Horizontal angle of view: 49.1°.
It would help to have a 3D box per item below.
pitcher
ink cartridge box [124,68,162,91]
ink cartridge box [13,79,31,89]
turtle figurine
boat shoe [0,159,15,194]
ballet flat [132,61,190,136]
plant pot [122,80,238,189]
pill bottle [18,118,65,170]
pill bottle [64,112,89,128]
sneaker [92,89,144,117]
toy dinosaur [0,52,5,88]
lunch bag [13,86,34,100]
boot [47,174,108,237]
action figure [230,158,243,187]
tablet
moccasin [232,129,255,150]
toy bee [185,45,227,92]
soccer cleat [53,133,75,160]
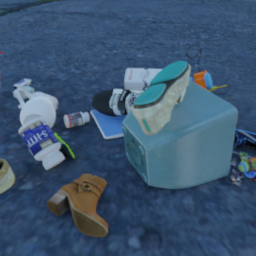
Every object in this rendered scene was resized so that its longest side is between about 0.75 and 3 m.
[{"bbox_3d":[-3.289,-0.668,9.722,1.600,1.131,1.866,26,23,-20],"label":"pitcher"},{"bbox_3d":[0.895,-1.885,12.013,2.048,0.854,1.488,2,34,4],"label":"ink cartridge box"},{"bbox_3d":[-4.822,-2.014,12.864,0.411,0.162,0.826,13,37,19],"label":"ink cartridge box"},{"bbox_3d":[3.668,0.651,7.930,1.511,1.122,1.559,-4,40,-16],"label":"turtle figurine"},{"bbox_3d":[-3.918,1.578,6.819,0.881,0.790,2.381,18,37,25],"label":"boat shoe"},{"bbox_3d":[0.859,-0.753,6.664,0.930,0.860,2.759,-4,28,34],"label":"ballet flat"},{"bbox_3d":[1.158,0.286,7.604,2.318,2.270,2.276,-21,38,-18],"label":"plant pot"},{"bbox_3d":[-2.426,0.466,8.003,0.814,0.814,1.360,-31,86,-38],"label":"pill bottle"},{"bbox_3d":[-1.825,-0.302,9.974,0.834,0.462,0.462,-14,36,-24],"label":"pill bottle"},{"bbox_3d":[0.079,-0.936,9.829,2.903,1.285,1.075,8,78,6],"label":"sneaker"},{"bbox_3d":[-5.071,-1.665,10.311,0.996,1.721,1.897,-17,5,-38],"label":"toy dinosaur"},{"bbox_3d":[-4.442,-1.495,11.937,0.642,0.309,0.801,19,38,31],"label":"lunch bag"},{"bbox_3d":[-0.905,1.786,6.780,1.735,0.665,1.347,13,31,31],"label":"boot"},{"bbox_3d":[2.901,1.217,7.582,0.263,0.757,0.493,-23,-20,36],"label":"action figure"},{"bbox_3d":[-0.524,-0.243,10.201,1.278,0.134,1.963,-11,35,-18],"label":"tablet"},{"bbox_3d":[3.592,0.389,8.764,1.472,0.592,0.502,9,66,8],"label":"moccasin"},{"bbox_3d":[3.007,-1.707,10.976,1.720,2.627,1.428,13,-4,31],"label":"toy bee"},{"bbox_3d":[-2.114,0.650,8.639,0.552,0.460,1.363,-40,48,-16],"label":"soccer cleat"}]
